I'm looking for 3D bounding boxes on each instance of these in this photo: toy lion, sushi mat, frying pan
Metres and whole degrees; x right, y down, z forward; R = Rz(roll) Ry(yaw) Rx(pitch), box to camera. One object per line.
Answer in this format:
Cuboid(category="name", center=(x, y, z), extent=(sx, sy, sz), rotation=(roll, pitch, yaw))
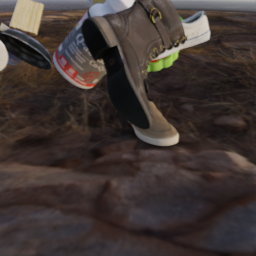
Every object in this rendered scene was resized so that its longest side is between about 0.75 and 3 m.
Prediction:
Cuboid(category="toy lion", center=(1.009, -3.243, 10.460), extent=(2.779, 0.954, 2.664), rotation=(-28, 53, -8))
Cuboid(category="sushi mat", center=(-1.542, -1.733, 4.296), extent=(0.390, 0.049, 0.816), rotation=(11, 52, -20))
Cuboid(category="frying pan", center=(-2.933, -2.182, 6.758), extent=(2.498, 0.407, 1.511), rotation=(32, -14, -30))

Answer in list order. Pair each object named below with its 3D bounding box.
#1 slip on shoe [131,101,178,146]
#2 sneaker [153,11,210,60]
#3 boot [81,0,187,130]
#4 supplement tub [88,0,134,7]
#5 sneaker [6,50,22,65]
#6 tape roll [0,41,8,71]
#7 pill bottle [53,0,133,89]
Cuboid(category="slip on shoe", center=(0.626, -0.395, 9.269), extent=(1.115, 0.889, 2.934), rotation=(-11, 31, -20))
Cuboid(category="sneaker", center=(1.228, -2.837, 8.617), extent=(2.678, 0.948, 0.978), rotation=(-23, 30, -11))
Cuboid(category="boot", center=(0.534, -1.708, 6.419), extent=(2.518, 2.892, 1.001), rotation=(-34, 17, -31))
Cuboid(category="supplement tub", center=(-0.490, -4.400, 9.509), extent=(1.263, 1.263, 1.737), rotation=(-21, 39, -33))
Cuboid(category="sneaker", center=(-3.971, -2.411, 9.296), extent=(0.715, 0.643, 1.739), rotation=(-30, 31, 1))
Cuboid(category="tape roll", center=(-3.053, -1.584, 6.064), extent=(0.806, 0.806, 0.282), rotation=(-14, 43, -24))
Cuboid(category="pill bottle", center=(-0.869, -2.693, 8.644), extent=(1.656, 2.859, 1.656), rotation=(36, 30, -24))
